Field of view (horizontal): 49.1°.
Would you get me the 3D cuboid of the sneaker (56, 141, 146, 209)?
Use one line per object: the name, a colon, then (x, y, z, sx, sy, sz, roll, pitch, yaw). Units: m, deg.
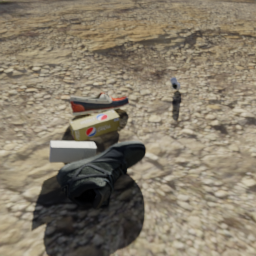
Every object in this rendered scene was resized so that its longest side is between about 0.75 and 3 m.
sneaker: (-0.498, 1.413, 8.207, 2.859, 1.093, 1.638, -20, 41, -22)

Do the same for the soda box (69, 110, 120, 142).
soda box: (-1.267, -0.087, 10.730, 1.836, 0.588, 0.622, -17, 38, -20)

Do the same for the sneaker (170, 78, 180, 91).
sneaker: (2.247, -1.988, 13.426, 0.411, 1.126, 0.399, -6, 71, 24)

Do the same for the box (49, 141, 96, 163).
box: (-1.817, 0.798, 9.190, 1.462, 0.601, 0.500, 4, 22, -19)

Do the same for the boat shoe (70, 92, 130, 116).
boat shoe: (-1.182, -1.115, 11.939, 2.558, 0.800, 0.910, -10, 10, -13)
